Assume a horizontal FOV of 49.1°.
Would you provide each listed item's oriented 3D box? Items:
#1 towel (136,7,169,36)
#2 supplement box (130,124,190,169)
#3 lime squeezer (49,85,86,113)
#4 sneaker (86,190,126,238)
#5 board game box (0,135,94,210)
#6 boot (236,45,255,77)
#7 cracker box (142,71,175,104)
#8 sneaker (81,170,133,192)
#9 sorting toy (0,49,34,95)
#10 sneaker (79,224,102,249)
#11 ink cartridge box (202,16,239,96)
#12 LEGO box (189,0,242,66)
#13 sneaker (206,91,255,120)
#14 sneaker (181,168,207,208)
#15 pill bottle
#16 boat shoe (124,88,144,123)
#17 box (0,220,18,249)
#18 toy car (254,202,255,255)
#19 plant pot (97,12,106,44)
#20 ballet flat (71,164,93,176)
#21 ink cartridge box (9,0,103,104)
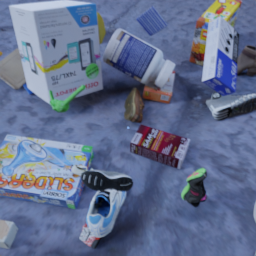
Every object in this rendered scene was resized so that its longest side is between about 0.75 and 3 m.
[{"bbox_3d":[0.795,-3.548,9.362,0.131,0.795,1.098,-54,21,-18],"label":"towel"},{"bbox_3d":[0.976,0.558,8.668,1.649,0.502,0.897,17,50,17],"label":"supplement box"},{"bbox_3d":[-1.820,-0.752,7.416,0.373,0.699,1.978,11,-4,-38],"label":"lime squeezer"},{"bbox_3d":[-0.513,1.780,7.207,0.760,0.766,2.115,2,30,10],"label":"sneaker"},{"bbox_3d":[-2.567,1.200,8.088,2.770,0.477,1.875,7,48,6],"label":"board game box"},{"bbox_3d":[4.569,-2.701,11.162,1.683,1.231,0.591,9,48,9],"label":"boot"},{"bbox_3d":[1.187,-1.669,10.688,1.030,0.444,1.538,12,48,2],"label":"cracker box"},{"bbox_3d":[-0.412,0.982,5.268,0.981,0.362,0.389,11,5,-15],"label":"sneaker"},{"bbox_3d":[-4.389,-2.305,11.121,2.738,0.373,1.542,37,63,9],"label":"sorting toy"},{"bbox_3d":[-0.808,2.460,7.031,0.530,0.330,0.989,23,54,15],"label":"sneaker"},{"bbox_3d":[3.138,-2.393,9.389,1.136,0.534,2.416,25,66,-31],"label":"ink cartridge box"},{"bbox_3d":[3.722,-4.114,11.969,1.010,1.950,2.618,25,53,21],"label":"LEGO box"},{"bbox_3d":[3.735,-1.071,10.012,2.047,0.768,1.182,-15,47,-12],"label":"sneaker"},{"bbox_3d":[1.672,1.433,6.637,0.528,1.376,0.576,-31,57,-22],"label":"sneaker"},{"bbox_3d":[0.398,-2.371,9.866,2.345,1.301,1.301,28,50,-3],"label":"pill bottle"},{"bbox_3d":[0.247,-0.770,9.906,0.586,0.625,1.736,28,36,-19],"label":"boat shoe"},{"bbox_3d":[-3.384,2.548,6.873,1.145,0.445,0.544,6,48,6],"label":"box"},{"bbox_3d":[4.187,2.361,5.897,2.502,2.144,2.859,13,49,11],"label":"toy car"},{"bbox_3d":[-1.737,-4.754,13.107,1.131,1.157,1.123,6,48,6],"label":"plant pot"},{"bbox_3d":[-1.116,1.209,7.579,0.874,0.314,0.314,19,49,-2],"label":"ballet flat"},{"bbox_3d":[-2.351,-2.635,9.495,2.108,2.873,2.098,-23,36,-31],"label":"ink cartridge box"}]
